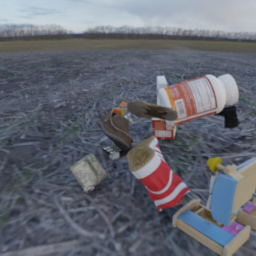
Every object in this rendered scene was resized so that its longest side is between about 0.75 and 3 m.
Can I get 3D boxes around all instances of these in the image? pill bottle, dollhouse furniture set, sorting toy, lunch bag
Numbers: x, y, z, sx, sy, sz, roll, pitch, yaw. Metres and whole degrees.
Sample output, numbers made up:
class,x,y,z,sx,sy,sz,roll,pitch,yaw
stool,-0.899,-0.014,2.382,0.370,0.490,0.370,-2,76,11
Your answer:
class,x,y,z,sx,sy,sz,roll,pitch,yaw
pill bottle,2.626,-1.107,10.623,2.700,1.514,1.514,-16,22,0
dollhouse furniture set,2.339,1.457,6.875,2.240,2.373,1.549,-18,28,-38
sorting toy,-0.411,-0.537,11.435,0.681,1.210,0.165,1,42,-31
lunch bag,-1.276,1.430,8.785,0.830,0.990,0.690,-32,-3,-40

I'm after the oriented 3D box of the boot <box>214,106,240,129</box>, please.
class,x,y,z,sx,sy,sz,roll,pitch,yaw
boot,4.021,-0.401,11.568,1.074,0.880,0.397,-9,17,14

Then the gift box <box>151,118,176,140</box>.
class,x,y,z,sx,sy,sz,roll,pitch,yaw
gift box,1.725,-0.127,12.721,1.228,1.133,1.146,5,28,11

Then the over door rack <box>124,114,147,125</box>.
class,x,y,z,sx,sy,sz,roll,pitch,yaw
over door rack,0.500,-0.627,13.026,1.135,0.512,1.536,-22,-9,9

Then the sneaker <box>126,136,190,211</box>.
class,x,y,z,sx,sy,sz,roll,pitch,yaw
sneaker,0.835,1.270,8.098,1.061,1.675,2.978,-37,6,9

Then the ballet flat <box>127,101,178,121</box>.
class,x,y,z,sx,sy,sz,roll,pitch,yaw
ballet flat,0.666,-0.487,7.629,1.408,0.474,0.326,10,34,8

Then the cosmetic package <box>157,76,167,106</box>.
class,x,y,z,sx,sy,sz,roll,pitch,yaw
cosmetic package,1.491,-1.438,12.381,0.373,1.442,1.087,-2,26,4

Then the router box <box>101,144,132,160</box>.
class,x,y,z,sx,sy,sz,roll,pitch,yaw
router box,-0.452,0.901,11.171,1.017,0.260,0.758,-16,26,-34

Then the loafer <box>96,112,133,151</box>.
class,x,y,z,sx,sy,sz,roll,pitch,yaw
loafer,-0.426,-0.059,9.968,0.939,0.966,2.646,-45,29,-1
